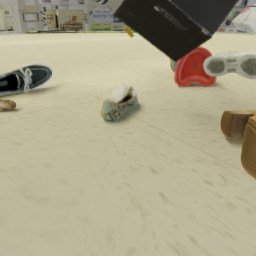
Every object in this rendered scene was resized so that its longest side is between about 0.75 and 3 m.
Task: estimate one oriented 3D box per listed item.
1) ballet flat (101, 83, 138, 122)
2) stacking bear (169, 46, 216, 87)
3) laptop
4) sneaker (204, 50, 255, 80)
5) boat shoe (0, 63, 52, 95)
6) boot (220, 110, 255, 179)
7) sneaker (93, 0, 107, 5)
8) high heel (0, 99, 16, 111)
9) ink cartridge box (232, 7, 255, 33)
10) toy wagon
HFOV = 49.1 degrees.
[{"bbox_3d":[-0.166,-0.899,8.530,0.755,0.838,2.225,15,25,16],"label":"ballet flat"},{"bbox_3d":[2.636,-2.884,12.562,1.740,1.629,2.865,-2,18,-4],"label":"stacking bear"},{"bbox_3d":[1.305,-3.330,7.269,2.283,1.413,2.439,33,-25,-17],"label":"laptop"},{"bbox_3d":[3.138,-1.877,7.814,1.865,0.727,0.927,12,39,26],"label":"sneaker"},{"bbox_3d":[-4.032,-1.809,10.464,2.734,1.009,0.934,-17,24,-34],"label":"boat shoe"},{"bbox_3d":[3.320,0.300,5.744,2.111,1.043,2.719,4,15,-1],"label":"boot"},{"bbox_3d":[-0.931,-4.218,7.839,0.988,0.639,1.822,10,61,-28],"label":"sneaker"},{"bbox_3d":[-4.089,-0.676,8.464,0.900,0.451,1.263,7,14,33],"label":"high heel"},{"bbox_3d":[3.604,-3.177,8.224,0.627,0.354,0.855,-43,28,9],"label":"ink cartridge box"},{"bbox_3d":[0.860,-3.753,9.056,2.354,1.826,0.466,-21,44,36],"label":"toy wagon"}]
